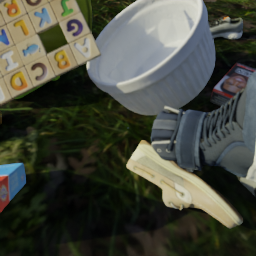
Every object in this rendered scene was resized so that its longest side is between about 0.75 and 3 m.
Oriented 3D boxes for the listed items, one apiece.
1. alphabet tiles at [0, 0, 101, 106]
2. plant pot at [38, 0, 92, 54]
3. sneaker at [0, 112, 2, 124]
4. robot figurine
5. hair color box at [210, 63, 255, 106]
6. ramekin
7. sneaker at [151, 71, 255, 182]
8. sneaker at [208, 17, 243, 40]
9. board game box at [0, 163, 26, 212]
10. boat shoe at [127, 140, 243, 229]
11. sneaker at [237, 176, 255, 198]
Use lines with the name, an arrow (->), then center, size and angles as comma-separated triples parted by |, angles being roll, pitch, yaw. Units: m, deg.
alphabet tiles -> -2.242, -1.789, 5.387 | 2.796, 0.106, 2.337 | -26, 83, 2
plant pot -> -2.813, -2.967, 7.329 | 2.688, 2.688, 2.588 | 32, 45, 28
sneaker -> -4.139, -0.160, 8.337 | 0.544, 0.469, 1.240 | -5, 44, -4
robot figurine -> -3.452, -2.090, 9.431 | 2.495, 1.645, 2.843 | 26, 51, 32
hair color box -> 3.702, -1.405, 9.488 | 0.997, 0.601, 1.964 | 28, 52, 24
ramekin -> 0.624, -1.682, 6.635 | 2.922, 1.534, 2.922 | -21, 47, 25
sneaker -> 1.076, -0.025, 3.803 | 1.780, 2.463, 0.936 | 16, 67, 24
sneaker -> 3.913, -4.456, 12.346 | 2.307, 0.915, 0.853 | -3, 47, -1
board game box -> -3.811, 1.363, 5.920 | 2.713, 0.547, 2.076 | -6, 5, -7
boat shoe -> 1.211, 1.413, 6.517 | 2.887, 1.042, 0.938 | 36, 91, 24
sneaker -> 3.395, 1.720, 6.205 | 0.917, 0.855, 2.313 | -32, 53, -22
